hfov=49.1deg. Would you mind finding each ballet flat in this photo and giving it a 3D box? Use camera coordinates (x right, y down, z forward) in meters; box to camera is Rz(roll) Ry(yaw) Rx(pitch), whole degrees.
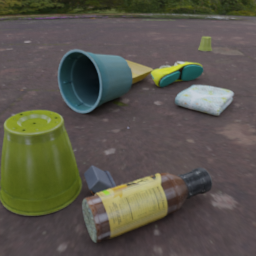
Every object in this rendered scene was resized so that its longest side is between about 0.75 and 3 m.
[{"bbox_3d":[2.363,-2.765,13.687,2.953,0.987,0.990,-20,50,-28],"label":"ballet flat"}]

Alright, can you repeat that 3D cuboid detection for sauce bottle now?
[{"bbox_3d":[0.474,1.464,5.798,2.783,0.901,0.901,-12,30,-24],"label":"sauce bottle"}]

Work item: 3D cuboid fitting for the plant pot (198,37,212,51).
[{"bbox_3d":[5.624,-6.107,20.274,0.973,0.894,0.973,1,25,-1],"label":"plant pot"}]

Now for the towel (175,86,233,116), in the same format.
[{"bbox_3d":[3.108,-1.191,11.293,1.780,0.501,2.079,17,32,30],"label":"towel"}]

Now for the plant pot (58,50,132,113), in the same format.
[{"bbox_3d":[-1.156,-1.937,11.086,2.314,2.314,2.266,19,25,32],"label":"plant pot"}]

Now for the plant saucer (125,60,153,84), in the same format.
[{"bbox_3d":[-0.464,-2.718,13.836,2.520,0.610,2.519,25,35,27],"label":"plant saucer"}]

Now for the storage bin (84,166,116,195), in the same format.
[{"bbox_3d":[-0.711,1.255,6.429,0.552,0.510,0.759,-46,33,6],"label":"storage bin"}]

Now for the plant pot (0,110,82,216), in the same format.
[{"bbox_3d":[-2.013,0.634,6.302,1.866,1.797,1.866,2,27,-1],"label":"plant pot"}]
